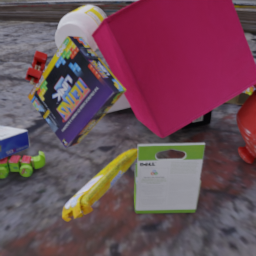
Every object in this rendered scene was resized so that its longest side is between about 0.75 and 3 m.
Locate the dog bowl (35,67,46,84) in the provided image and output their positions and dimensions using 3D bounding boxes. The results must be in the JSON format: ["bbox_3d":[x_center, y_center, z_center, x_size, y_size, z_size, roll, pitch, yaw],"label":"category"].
[{"bbox_3d":[-3.941,-2.405,12.729,1.122,0.442,1.122,0,30,0],"label":"dog bowl"}]

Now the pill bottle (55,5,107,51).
[{"bbox_3d":[-1.606,-3.368,9.833,1.467,1.467,2.635,4,30,6],"label":"pill bottle"}]

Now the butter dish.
[{"bbox_3d":[3.581,0.230,7.079,2.345,1.734,2.339,38,22,-17],"label":"butter dish"}]

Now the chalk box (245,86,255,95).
[{"bbox_3d":[5.073,-1.204,10.180,0.920,0.914,1.474,-5,30,-7],"label":"chalk box"}]

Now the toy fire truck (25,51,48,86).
[{"bbox_3d":[-1.644,-1.001,5.012,0.225,0.922,0.650,18,70,-18],"label":"toy fire truck"}]

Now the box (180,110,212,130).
[{"bbox_3d":[1.977,-0.564,9.299,1.128,0.695,1.119,-11,30,-19],"label":"box"}]

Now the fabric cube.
[{"bbox_3d":[1.059,-1.967,7.571,2.919,2.966,2.975,-31,16,-4],"label":"fabric cube"}]

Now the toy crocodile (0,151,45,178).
[{"bbox_3d":[-2.841,0.899,6.978,1.548,0.478,0.523,-3,30,-5],"label":"toy crocodile"}]

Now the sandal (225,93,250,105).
[{"bbox_3d":[3.740,-1.216,10.757,1.759,0.645,0.578,15,1,12],"label":"sandal"}]

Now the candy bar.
[{"bbox_3d":[-0.365,0.916,5.334,0.649,0.288,2.603,-30,4,29],"label":"candy bar"}]

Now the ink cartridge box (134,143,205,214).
[{"bbox_3d":[0.784,0.893,5.708,1.294,1.751,0.663,-1,30,-1],"label":"ink cartridge box"}]

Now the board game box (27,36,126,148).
[{"bbox_3d":[-1.186,-0.732,6.065,1.550,1.875,0.532,51,31,11],"label":"board game box"}]

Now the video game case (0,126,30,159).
[{"bbox_3d":[-4.133,0.489,6.954,2.172,0.544,2.396,9,20,31],"label":"video game case"}]

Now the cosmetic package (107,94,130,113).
[{"bbox_3d":[0.159,-1.451,10.287,2.487,0.643,1.875,-13,32,3],"label":"cosmetic package"}]
